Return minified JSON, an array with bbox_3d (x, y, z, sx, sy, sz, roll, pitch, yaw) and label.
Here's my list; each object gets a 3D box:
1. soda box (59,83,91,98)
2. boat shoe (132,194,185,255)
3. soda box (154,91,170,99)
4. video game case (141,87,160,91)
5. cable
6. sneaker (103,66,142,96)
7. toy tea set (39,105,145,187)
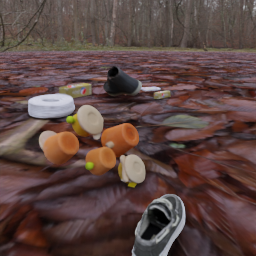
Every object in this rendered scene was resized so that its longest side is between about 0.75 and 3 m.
[{"bbox_3d":[-2.290,-1.618,12.288,0.492,0.465,1.452,16,24,37],"label":"soda box"},{"bbox_3d":[0.472,1.241,3.817,0.517,0.466,1.462,7,20,20],"label":"boat shoe"},{"bbox_3d":[1.465,-1.416,11.963,0.802,0.257,0.272,-16,19,-41],"label":"soda box"},{"bbox_3d":[1.085,-1.935,13.839,0.846,0.076,0.606,-8,20,-23],"label":"video game case"},{"bbox_3d":[-2.600,-0.745,9.520,1.526,0.529,1.527,0,19,-7],"label":"cable"},{"bbox_3d":[-0.547,-1.926,11.132,1.209,0.851,2.276,34,-14,-34],"label":"sneaker"},{"bbox_3d":[-0.607,0.347,4.949,2.073,1.233,0.767,25,-39,-39],"label":"toy tea set"}]
